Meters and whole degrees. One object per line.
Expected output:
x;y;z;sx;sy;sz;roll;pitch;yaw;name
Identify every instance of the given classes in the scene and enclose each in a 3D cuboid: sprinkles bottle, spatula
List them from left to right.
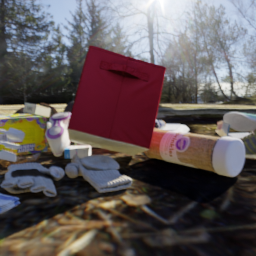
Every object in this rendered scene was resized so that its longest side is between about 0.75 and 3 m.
-3.497;0.347;7.435;1.252;0.870;0.101;19;3;-22;spatula
1.723;0.619;7.913;0.977;0.977;2.864;-6;9;-41;sprinkles bottle

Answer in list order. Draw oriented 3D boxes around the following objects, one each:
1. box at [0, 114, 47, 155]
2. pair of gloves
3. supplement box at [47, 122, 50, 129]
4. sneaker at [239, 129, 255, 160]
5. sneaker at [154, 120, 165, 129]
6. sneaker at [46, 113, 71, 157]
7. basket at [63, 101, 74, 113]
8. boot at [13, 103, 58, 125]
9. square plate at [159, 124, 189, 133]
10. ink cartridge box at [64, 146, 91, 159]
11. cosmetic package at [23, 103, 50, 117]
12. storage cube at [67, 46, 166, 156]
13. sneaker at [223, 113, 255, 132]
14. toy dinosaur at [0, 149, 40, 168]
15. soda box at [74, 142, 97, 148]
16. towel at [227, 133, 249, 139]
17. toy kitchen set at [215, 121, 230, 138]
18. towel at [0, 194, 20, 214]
-4.223;0.210;9.954;2.069;1.262;1.993;-6;9;-35;box
-1.493;1.027;6.691;2.763;0.484;2.349;-1;7;-18;pair of gloves
-3.020;0.180;12.045;0.795;0.812;1.570;-2;6;-21;supplement box
4.092;0.437;8.883;2.413;1.083;0.809;7;10;44;sneaker
1.147;-0.193;13.133;0.538;0.459;1.221;-10;11;-43;sneaker
-2.371;0.169;9.785;0.777;1.033;2.074;-1;30;4;sneaker
-2.126;-0.298;13.438;1.296;1.718;1.905;-18;26;-35;basket
-4.565;-0.294;12.895;2.999;1.120;1.454;-5;29;37;boot
1.448;0.121;13.828;2.809;0.399;2.782;1;9;19;square plate
-1.631;0.784;9.131;0.778;0.329;0.563;-3;7;2;ink cartridge box
-3.387;-0.654;10.446;0.511;0.361;0.987;11;-1;14;cosmetic package
-0.425;-0.616;8.402;2.260;2.376;2.643;14;-13;-8;storage cube
6.657;-0.343;15.442;2.620;0.964;1.546;14;18;23;sneaker
-3.493;0.915;8.081;1.799;0.543;0.956;5;-14;-13;toy dinosaur
-0.728;0.239;11.028;2.691;0.919;0.854;-2;8;-17;soda box
4.324;0.523;10.744;0.945;0.488;1.141;-1;9;1;towel
2.578;0.381;8.450;0.616;0.838;1.046;35;-32;-20;toy kitchen set
-2.832;1.417;4.788;1.130;0.183;1.538;3;8;28;towel
